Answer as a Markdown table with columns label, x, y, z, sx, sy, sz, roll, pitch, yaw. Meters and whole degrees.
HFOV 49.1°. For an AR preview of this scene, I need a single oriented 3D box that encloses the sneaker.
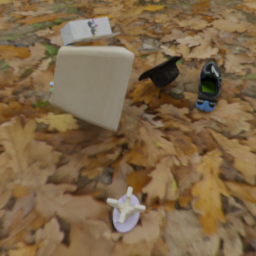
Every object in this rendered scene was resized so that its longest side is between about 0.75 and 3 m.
| label | x | y | z | sx | sy | sz | roll | pitch | yaw |
| --- | --- | --- | --- | --- | --- | --- | --- | --- | --- |
| sneaker | 3.359 | -1.848 | 11.332 | 0.968 | 1.131 | 2.730 | 13 | 49 | 10 |

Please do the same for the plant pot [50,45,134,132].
| label | x | y | z | sx | sy | sz | roll | pitch | yaw |
| --- | --- | --- | --- | --- | --- | --- | --- | --- | --- |
| plant pot | -1.305 | -1.549 | 9.250 | 2.171 | 2.453 | 2.450 | 9 | 19 | -13 |

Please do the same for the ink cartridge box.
| label | x | y | z | sx | sy | sz | roll | pitch | yaw |
| --- | --- | --- | --- | --- | --- | --- | --- | --- | --- |
| ink cartridge box | -1.300 | -3.335 | 9.667 | 1.782 | 0.605 | 1.026 | -19 | 13 | -28 |

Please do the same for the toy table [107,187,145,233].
| label | x | y | z | sx | sy | sz | roll | pitch | yaw |
| --- | --- | --- | --- | --- | --- | --- | --- | --- | --- |
| toy table | -0.058 | 2.269 | 7.862 | 1.061 | 0.676 | 1.154 | 1 | 48 | 2 |

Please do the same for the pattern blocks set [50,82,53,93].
| label | x | y | z | sx | sy | sz | roll | pitch | yaw |
| --- | --- | --- | --- | --- | --- | --- | --- | --- | --- |
| pattern blocks set | -2.709 | -1.785 | 11.979 | 1.257 | 0.102 | 1.105 | -13 | 48 | -11 |

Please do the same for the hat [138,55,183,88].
| label | x | y | z | sx | sy | sz | roll | pitch | yaw |
| --- | --- | --- | --- | --- | --- | --- | --- | --- | --- |
| hat | 1.442 | -2.102 | 11.210 | 2.010 | 2.010 | 0.811 | -28 | 91 | -23 |
